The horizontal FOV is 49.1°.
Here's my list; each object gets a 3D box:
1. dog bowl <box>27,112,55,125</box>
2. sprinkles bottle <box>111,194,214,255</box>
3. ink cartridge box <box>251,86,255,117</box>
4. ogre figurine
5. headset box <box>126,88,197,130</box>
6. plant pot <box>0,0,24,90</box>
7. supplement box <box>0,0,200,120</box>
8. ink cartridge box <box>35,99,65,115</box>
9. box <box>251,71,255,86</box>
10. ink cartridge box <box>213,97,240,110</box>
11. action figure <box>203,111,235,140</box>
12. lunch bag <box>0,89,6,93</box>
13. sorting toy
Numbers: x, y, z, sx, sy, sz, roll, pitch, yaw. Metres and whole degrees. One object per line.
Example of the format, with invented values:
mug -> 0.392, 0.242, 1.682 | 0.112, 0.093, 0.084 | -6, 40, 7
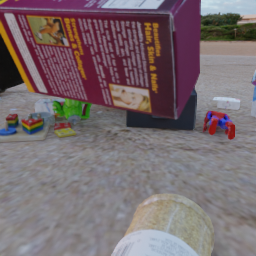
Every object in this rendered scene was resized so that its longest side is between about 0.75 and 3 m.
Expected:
dog bowl -> -2.761, -0.302, 8.862 | 0.863, 0.253, 0.863 | 0, 19, 0
sprinkles bottle -> 0.052, 1.533, 1.987 | 0.950, 0.950, 2.783 | 6, 19, 19
ink cartridge box -> 4.647, -0.713, 8.824 | 0.600, 1.041, 1.434 | -5, 19, -16
ogre figurine -> -1.775, -1.001, 8.910 | 1.204, 1.472, 2.455 | -8, 17, -31
headset box -> 1.082, -0.795, 8.992 | 2.054, 1.094, 2.359 | 3, 18, 7
plant pot -> -3.191, -3.176, 8.789 | 2.460, 2.773, 2.767 | -2, 46, 23
supplement box -> -0.354, -1.104, 3.670 | 2.400, 1.325, 1.028 | 12, 49, 24
ink cartridge box -> -2.705, -0.752, 9.964 | 1.005, 0.430, 0.742 | 1, 18, -1
box -> 4.448, -2.257, 7.711 | 0.444, 2.272, 1.554 | 29, -12, -13
ink cartridge box -> 3.760, -0.947, 10.738 | 0.960, 0.324, 0.559 | 10, 20, 23
action figure -> 2.521, -0.134, 7.871 | 0.749, 0.591, 2.288 | 10, 15, 12
lunch bag -> -6.692, -2.220, 12.760 | 2.048, 1.468, 2.498 | 2, 21, 19
sorting toy -> -2.844, -0.064, 7.776 | 2.736, 0.463, 1.319 | -2, 18, -8
